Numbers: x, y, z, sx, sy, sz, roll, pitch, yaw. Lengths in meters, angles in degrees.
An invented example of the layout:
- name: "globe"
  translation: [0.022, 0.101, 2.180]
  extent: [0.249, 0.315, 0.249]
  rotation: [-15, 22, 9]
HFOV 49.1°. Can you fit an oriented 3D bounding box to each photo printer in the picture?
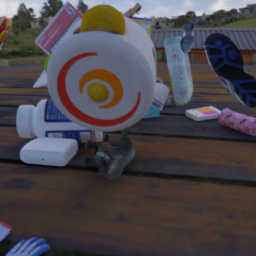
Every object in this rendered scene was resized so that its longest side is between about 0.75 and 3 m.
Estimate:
- name: "photo printer"
  translation: [-2.608, 0.739, 9.159]
  extent: [1.585, 0.550, 1.319]
  rotation: [4, 18, 10]

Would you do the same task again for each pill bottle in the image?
- name: "pill bottle"
  translation: [-2.464, -0.248, 10.452]
  extent: [2.961, 1.643, 1.643]
  rotation: [-1, 17, -4]

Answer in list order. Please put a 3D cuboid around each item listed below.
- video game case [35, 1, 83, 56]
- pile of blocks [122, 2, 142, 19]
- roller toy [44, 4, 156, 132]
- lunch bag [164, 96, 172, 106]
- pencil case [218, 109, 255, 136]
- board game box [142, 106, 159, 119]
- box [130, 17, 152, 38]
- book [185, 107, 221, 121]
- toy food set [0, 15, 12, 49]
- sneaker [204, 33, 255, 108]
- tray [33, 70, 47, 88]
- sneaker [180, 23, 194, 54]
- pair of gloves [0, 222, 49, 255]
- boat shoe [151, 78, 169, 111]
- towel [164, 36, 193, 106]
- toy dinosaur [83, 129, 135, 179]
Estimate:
- name: "video game case"
  translation: [-1.561, -2.507, 8.846]
  extent: [2.320, 1.659, 0.202]
  rotation: [43, 13, -7]
- name: "pile of blocks"
  translation: [0.089, -3.081, 7.652]
  extent: [0.775, 0.241, 0.318]
  rotation: [-35, -12, 0]
- name: "roller toy"
  translation: [-0.528, -1.229, 6.480]
  extent: [2.649, 2.416, 1.851]
  rotation: [-38, 25, 30]
- name: "lunch bag"
  translation: [2.048, -1.618, 16.647]
  extent: [0.960, 0.564, 0.787]
  rotation: [-11, 20, -44]
- name: "pencil case"
  translation: [4.799, -0.268, 12.003]
  extent: [0.841, 0.805, 1.944]
  rotation: [-46, 29, -6]
- name: "board game box"
  translation: [-0.024, -0.968, 14.476]
  extent: [2.653, 0.622, 2.002]
  rotation: [-8, 19, -23]
- name: "box"
  translation: [0.184, -3.531, 12.046]
  extent: [1.442, 2.458, 0.595]
  rotation: [6, -7, -2]
- name: "book"
  translation: [3.844, -0.702, 14.115]
  extent: [1.576, 0.379, 1.053]
  rotation: [-7, 21, -19]
- name: "toy food set"
  translation: [-4.355, -3.079, 9.450]
  extent: [0.359, 1.460, 1.475]
  rotation: [23, 8, -25]
- name: "sneaker"
  translation: [3.213, -1.779, 8.988]
  extent: [1.016, 2.682, 1.033]
  rotation: [-33, 6, 2]
- name: "tray"
  translation: [-2.797, -2.543, 11.328]
  extent: [1.330, 0.275, 2.478]
  rotation: [-9, 47, 36]
- name: "sneaker"
  translation: [1.487, -2.165, 6.927]
  extent: [0.331, 0.387, 0.888]
  rotation: [8, 64, 16]
- name: "pair of gloves"
  translation: [-2.355, 2.259, 4.931]
  extent: [1.835, 0.209, 1.476]
  rotation: [8, 19, 25]
- name: "boat shoe"
  translation: [0.834, -1.241, 9.427]
  extent: [0.911, 0.897, 2.570]
  rotation: [30, 8, -8]
- name: "towel"
  translation: [2.141, -2.387, 11.429]
  extent: [0.703, 2.500, 2.920]
  rotation: [-10, 12, 18]
- name: "toy dinosaur"
  translation: [-0.429, 0.813, 8.628]
  extent: [1.455, 1.095, 2.846]
  rotation: [22, 18, 21]
